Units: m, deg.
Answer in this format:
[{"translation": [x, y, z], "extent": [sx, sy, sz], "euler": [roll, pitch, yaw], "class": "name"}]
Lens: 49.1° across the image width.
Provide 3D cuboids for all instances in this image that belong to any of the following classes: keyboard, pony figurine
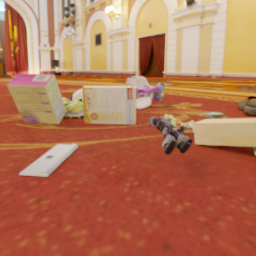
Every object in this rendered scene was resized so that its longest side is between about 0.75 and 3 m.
[{"translation": [-1.892, 0.757, 7.051], "extent": [0.641, 0.121, 2.276], "euler": [-3, 12, 8], "class": "keyboard"}, {"translation": [1.068, -1.927, 15.499], "extent": [2.154, 1.858, 2.231], "euler": [-11, -9, -3], "class": "pony figurine"}]

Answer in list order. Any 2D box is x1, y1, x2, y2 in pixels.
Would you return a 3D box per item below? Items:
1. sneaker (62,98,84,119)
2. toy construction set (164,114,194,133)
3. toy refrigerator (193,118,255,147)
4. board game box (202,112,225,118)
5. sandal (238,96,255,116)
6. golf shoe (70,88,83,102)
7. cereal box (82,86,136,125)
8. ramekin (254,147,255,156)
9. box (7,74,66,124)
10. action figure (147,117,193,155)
[{"translation": [-3.087, -0.916, 12.509], "extent": [2.332, 0.891, 0.879], "euler": [-1, 13, -7], "class": "sneaker"}, {"translation": [1.624, -0.088, 9.251], "extent": [1.252, 0.821, 0.577], "euler": [7, 53, -16], "class": "toy construction set"}, {"translation": [2.925, 0.142, 7.776], "extent": [2.040, 0.714, 0.775], "euler": [0, 11, 43], "class": "toy refrigerator"}, {"translation": [3.932, -0.595, 12.862], "extent": [0.842, 0.123, 0.567], "euler": [-5, 13, -21], "class": "board game box"}, {"translation": [6.115, -1.173, 13.864], "extent": [1.186, 0.792, 2.902], "euler": [4, 14, 19], "class": "sandal"}, {"translation": [-1.704, -1.624, 15.143], "extent": [2.848, 1.099, 1.254], "euler": [-7, 14, -28], "class": "golf shoe"}, {"translation": [-0.727, -0.895, 11.062], "extent": [2.074, 1.492, 0.410], "euler": [2, 18, 4], "class": "cereal box"}, {"translation": [4.007, -0.322, 6.953], "extent": [1.144, 2.342, 2.342], "euler": [12, 16, 18], "class": "ramekin"}, {"translation": [-3.532, -1.137, 11.039], "extent": [1.600, 1.819, 0.879], "euler": [3, 41, 14], "class": "box"}, {"translation": [0.949, 0.080, 6.429], "extent": [0.903, 0.482, 1.388], "euler": [9, 26, -17], "class": "action figure"}]
